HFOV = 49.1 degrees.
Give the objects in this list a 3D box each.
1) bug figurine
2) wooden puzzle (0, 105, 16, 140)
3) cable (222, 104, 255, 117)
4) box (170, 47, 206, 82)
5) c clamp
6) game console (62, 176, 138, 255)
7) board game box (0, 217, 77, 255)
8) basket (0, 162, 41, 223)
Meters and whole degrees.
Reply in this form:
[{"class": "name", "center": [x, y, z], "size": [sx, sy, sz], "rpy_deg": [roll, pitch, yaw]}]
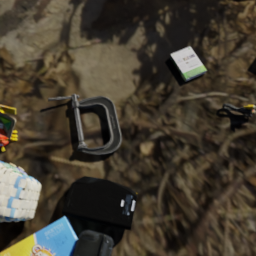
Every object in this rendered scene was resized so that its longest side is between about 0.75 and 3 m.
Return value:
[{"class": "bug figurine", "center": [-4.212, 0.058, 7.778], "size": [2.012, 0.518, 1.560], "rpy_deg": [-13, 68, -5]}, {"class": "wooden puzzle", "center": [-3.300, -0.103, 7.253], "size": [0.770, 1.141, 0.133], "rpy_deg": [22, 28, 1]}, {"class": "cable", "center": [3.262, -0.550, 8.143], "size": [0.981, 0.476, 0.247], "rpy_deg": [15, 70, 27]}, {"class": "box", "center": [1.873, -2.012, 8.806], "size": [0.735, 0.185, 1.018], "rpy_deg": [-23, 69, -9]}, {"class": "c clamp", "center": [-1.166, -0.120, 8.018], "size": [1.815, 0.288, 2.125], "rpy_deg": [-15, 67, -11]}, {"class": "game console", "center": [-0.866, 2.591, 6.588], "size": [1.737, 0.355, 2.945], "rpy_deg": [12, 57, 5]}, {"class": "board game box", "center": [-2.039, 3.305, 6.508], "size": [2.076, 0.419, 1.588], "rpy_deg": [-28, 71, -11]}, {"class": "basket", "center": [-3.217, 1.485, 6.533], "size": [2.047, 1.805, 1.424], "rpy_deg": [7, 72, -1]}]
